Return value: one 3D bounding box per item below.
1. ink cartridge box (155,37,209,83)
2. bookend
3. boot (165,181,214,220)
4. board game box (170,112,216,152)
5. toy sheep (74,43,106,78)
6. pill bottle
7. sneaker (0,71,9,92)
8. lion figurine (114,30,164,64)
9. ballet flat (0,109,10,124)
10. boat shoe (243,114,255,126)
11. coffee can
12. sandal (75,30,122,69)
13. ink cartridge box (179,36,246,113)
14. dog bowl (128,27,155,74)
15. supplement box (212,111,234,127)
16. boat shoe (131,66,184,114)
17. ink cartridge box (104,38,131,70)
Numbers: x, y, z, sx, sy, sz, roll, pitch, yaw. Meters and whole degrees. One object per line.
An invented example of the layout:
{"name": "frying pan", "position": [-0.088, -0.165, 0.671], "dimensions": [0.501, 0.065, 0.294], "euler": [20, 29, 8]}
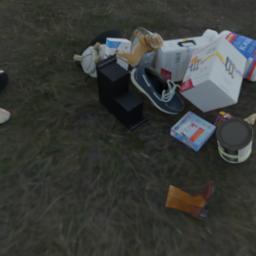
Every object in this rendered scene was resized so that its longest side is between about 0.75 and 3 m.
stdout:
{"name": "ink cartridge box", "position": [2.440, -3.034, 12.583], "dimensions": [2.264, 1.650, 0.938], "euler": [-9, 45, -8]}
{"name": "bookend", "position": [-0.208, -1.364, 10.905], "dimensions": [0.977, 2.121, 2.108], "euler": [-33, 57, -24]}
{"name": "boot", "position": [1.957, 2.099, 8.865], "dimensions": [1.331, 0.456, 1.253], "euler": [17, 85, 17]}
{"name": "board game box", "position": [2.503, 0.107, 10.835], "dimensions": [1.236, 0.353, 1.263], "euler": [35, 58, 25]}
{"name": "toy sheep", "position": [-1.226, -2.955, 12.434], "dimensions": [2.435, 1.678, 1.678], "euler": [8, 44, -32]}
{"name": "pill bottle", "position": [4.806, -3.456, 12.941], "dimensions": [2.965, 1.664, 1.664], "euler": [29, 56, 22]}
{"name": "sneaker", "position": [-6.151, -1.740, 12.070], "dimensions": [0.938, 0.812, 2.266], "euler": [18, 52, 14]}
{"name": "lion figurine", "position": [0.374, -2.772, 9.998], "dimensions": [1.067, 1.742, 0.631], "euler": [51, 20, 12]}
{"name": "ballet flat", "position": [-6.114, -0.602, 11.073], "dimensions": [2.651, 0.892, 0.902], "euler": [-2, 50, -2]}
{"name": "boat shoe", "position": [4.803, -0.241, 11.145], "dimensions": [1.095, 0.390, 0.353], "euler": [-24, 76, -14]}
{"name": "coffee can", "position": [3.615, 0.462, 9.524], "dimensions": [1.113, 1.520, 1.113], "euler": [-8, 65, 18]}
{"name": "sandal", "position": [-1.467, -3.935, 14.087], "dimensions": [1.086, 0.692, 2.890], "euler": [38, 72, 26]}
{"name": "ink cartridge box", "position": [3.288, -2.021, 10.814], "dimensions": [1.562, 1.570, 2.160], "euler": [33, 63, -22]}
{"name": "dog bowl", "position": [0.572, -3.456, 12.781], "dimensions": [0.613, 2.092, 2.092], "euler": [7, 47, -23]}
{"name": "supplement box", "position": [3.926, -0.116, 10.775], "dimensions": [1.166, 0.499, 0.643], "euler": [36, 32, 27]}
{"name": "boat shoe", "position": [1.329, -1.473, 10.920], "dimensions": [2.703, 0.836, 1.012], "euler": [40, 65, -23]}
{"name": "ink cartridge box", "position": [-0.459, -2.963, 11.484], "dimensions": [0.916, 1.251, 0.537], "euler": [-4, 31, -25]}
